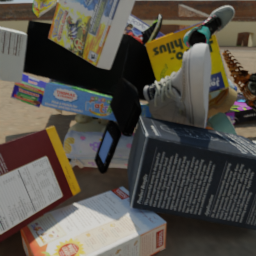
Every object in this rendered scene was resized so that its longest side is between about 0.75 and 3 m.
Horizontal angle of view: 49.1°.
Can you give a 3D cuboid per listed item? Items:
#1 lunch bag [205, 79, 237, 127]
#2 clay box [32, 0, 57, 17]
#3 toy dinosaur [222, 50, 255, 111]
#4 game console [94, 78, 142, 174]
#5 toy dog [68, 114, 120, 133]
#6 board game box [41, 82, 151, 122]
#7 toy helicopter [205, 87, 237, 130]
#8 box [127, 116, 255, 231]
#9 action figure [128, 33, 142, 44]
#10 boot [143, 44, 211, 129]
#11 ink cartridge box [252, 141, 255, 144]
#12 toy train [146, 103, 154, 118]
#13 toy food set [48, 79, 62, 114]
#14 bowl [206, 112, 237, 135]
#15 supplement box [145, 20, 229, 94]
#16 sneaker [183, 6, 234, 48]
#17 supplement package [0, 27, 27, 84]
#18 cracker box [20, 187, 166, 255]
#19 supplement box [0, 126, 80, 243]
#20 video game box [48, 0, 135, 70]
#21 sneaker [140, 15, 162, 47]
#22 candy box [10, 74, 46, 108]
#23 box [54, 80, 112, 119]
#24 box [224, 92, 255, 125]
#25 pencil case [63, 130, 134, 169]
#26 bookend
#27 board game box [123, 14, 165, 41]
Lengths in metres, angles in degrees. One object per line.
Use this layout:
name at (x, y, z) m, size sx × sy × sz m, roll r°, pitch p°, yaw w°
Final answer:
lunch bag at (2.365, -0.995, 9.125) m, size 0.907 × 1.769 × 2.200 m, roll 37°, pitch 9°, yaw -17°
clay box at (-1.680, -2.658, 5.733) m, size 0.520 × 0.215 × 0.905 m, roll -45°, pitch 12°, yaw -18°
toy dinosaur at (3.599, -1.127, 7.384) m, size 2.585 × 1.754 × 1.320 m, roll 19°, pitch 57°, yaw -17°
game console at (-0.233, 0.063, 4.934) m, size 0.213 × 1.768 × 1.043 m, roll 11°, pitch 26°, yaw -22°
toy dog at (-0.715, 0.132, 6.961) m, size 1.393 × 0.972 × 1.351 m, roll 11°, pitch 19°, yaw 23°
board game box at (-0.802, -0.647, 6.785) m, size 2.138 × 0.517 × 2.827 m, roll 11°, pitch 7°, yaw -12°
toy helicopter at (1.760, -0.279, 6.835) m, size 0.937 × 1.572 × 2.377 m, roll 31°, pitch -21°, yaw -7°
box at (1.078, 0.627, 4.499) m, size 2.037 × 1.091 × 1.512 m, roll 12°, pitch 13°, yaw -4°
action figure at (0.302, -2.086, 7.897) m, size 0.442 × 1.351 × 0.349 m, roll 9°, pitch 53°, yaw 37°
boot at (0.792, -0.567, 4.836) m, size 1.143 × 0.879 × 2.391 m, roll 7°, pitch -21°, yaw 16°
ink cartridge box at (2.846, 0.678, 6.386) m, size 1.257 × 0.281 × 1.107 m, roll -8°, pitch 20°, yaw -22°
toy train at (0.905, -0.464, 9.401) m, size 1.234 × 0.526 × 0.703 m, roll 15°, pitch 37°, yaw 32°
toy food set at (-1.934, -1.893, 9.464) m, size 0.815 × 2.699 × 1.936 m, roll 19°, pitch -9°, yaw -8°
bowl at (2.443, 0.049, 7.454) m, size 0.498 × 0.951 × 0.951 m, roll -30°, pitch 19°, yaw 6°
supplement box at (1.527, -1.608, 6.870) m, size 1.417 × 1.426 × 2.604 m, roll -16°, pitch 11°, yaw 19°
sneaker at (1.374, -1.682, 4.791) m, size 0.977 × 0.409 × 0.590 m, roll -33°, pitch 19°, yaw 28°
supplement package at (-2.920, -1.604, 5.756) m, size 1.367 × 1.005 × 1.307 m, roll 5°, pitch 17°, yaw -28°
cracker box at (-0.468, 1.466, 3.804) m, size 1.665 × 0.480 × 1.115 m, roll -13°, pitch 22°, yaw -30°
supplement box at (-1.872, 0.846, 3.901) m, size 1.550 × 1.043 × 1.571 m, roll -19°, pitch 4°, yaw 39°
video game box at (-0.686, -2.270, 5.262) m, size 1.669 × 1.832 × 0.429 m, roll 36°, pitch 23°, yaw 35°
sneaker at (0.585, -2.683, 7.847) m, size 0.470 × 1.136 × 0.407 m, roll 25°, pitch 5°, yaw 5°
candy box at (-2.815, -1.050, 8.026) m, size 0.877 × 0.399 × 1.037 m, roll 20°, pitch -27°, yaw -22°
box at (-0.882, -1.481, 8.886) m, size 2.321 × 1.859 × 0.505 m, roll -51°, pitch 18°, yaw -27°
box at (4.031, -0.792, 9.930) m, size 2.793 × 0.504 × 1.997 m, roll -9°, pitch 21°, yaw -12°
pencil case at (-0.373, 0.486, 6.049) m, size 2.018 × 0.839 × 0.915 m, roll 1°, pitch 8°, yaw -1°
bookend at (-0.751, -1.625, 7.385) m, size 2.711 × 1.256 × 2.728 m, roll 16°, pitch 7°, yaw 22°
board game box at (0.334, -2.883, 10.011) m, size 2.801 × 0.483 × 1.896 m, roll 34°, pitch 68°, yaw 5°
